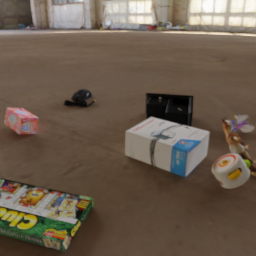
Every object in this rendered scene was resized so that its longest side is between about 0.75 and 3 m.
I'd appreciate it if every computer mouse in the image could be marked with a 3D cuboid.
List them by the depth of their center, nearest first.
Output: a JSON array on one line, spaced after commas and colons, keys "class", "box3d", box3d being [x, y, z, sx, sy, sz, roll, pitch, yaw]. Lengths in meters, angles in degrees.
[{"class": "computer mouse", "box3d": [-2.124, -1.519, 13.643, 1.366, 0.448, 1.946, 8, 26, 20]}]

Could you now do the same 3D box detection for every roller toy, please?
[{"class": "roller toy", "box3d": [2.632, 1.098, 7.261, 0.832, 0.637, 0.912, -23, 18, 47]}]

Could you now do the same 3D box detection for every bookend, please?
[{"class": "bookend", "box3d": [1.525, -0.613, 11.063, 2.003, 0.922, 1.990, 5, 25, 12]}]

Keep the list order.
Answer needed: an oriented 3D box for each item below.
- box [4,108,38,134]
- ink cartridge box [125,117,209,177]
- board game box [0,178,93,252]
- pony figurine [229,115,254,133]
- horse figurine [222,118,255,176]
[{"class": "box", "box3d": [-3.991, -0.267, 10.423, 0.688, 0.635, 1.341, -2, 19, -45]}, {"class": "ink cartridge box", "box3d": [1.179, 0.502, 8.624, 2.118, 0.909, 1.551, 18, 30, 32]}, {"class": "board game box", "box3d": [-2.336, 1.846, 6.348, 2.748, 0.322, 1.440, 8, 28, 15]}, {"class": "pony figurine", "box3d": [4.171, -0.157, 10.517, 0.873, 0.753, 0.904, -26, 19, 24]}, {"class": "horse figurine", "box3d": [3.167, 0.633, 7.872, 0.440, 1.762, 1.168, -33, 14, 3]}]
